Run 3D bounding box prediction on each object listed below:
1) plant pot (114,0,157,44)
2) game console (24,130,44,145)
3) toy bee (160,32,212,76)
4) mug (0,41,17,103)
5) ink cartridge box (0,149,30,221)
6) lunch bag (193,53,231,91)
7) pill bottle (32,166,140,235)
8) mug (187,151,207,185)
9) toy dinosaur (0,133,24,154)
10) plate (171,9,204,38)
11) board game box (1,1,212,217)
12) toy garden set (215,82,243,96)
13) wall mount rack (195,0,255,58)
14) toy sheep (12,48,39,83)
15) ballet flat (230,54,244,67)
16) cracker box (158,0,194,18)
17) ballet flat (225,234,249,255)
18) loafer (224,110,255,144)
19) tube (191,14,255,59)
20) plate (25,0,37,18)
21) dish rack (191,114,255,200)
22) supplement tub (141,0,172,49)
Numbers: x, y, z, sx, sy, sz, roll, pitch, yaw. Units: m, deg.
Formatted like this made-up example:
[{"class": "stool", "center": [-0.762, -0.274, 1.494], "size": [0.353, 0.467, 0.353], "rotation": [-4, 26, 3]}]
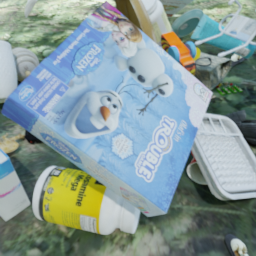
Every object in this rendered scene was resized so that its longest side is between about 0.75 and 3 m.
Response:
[{"class": "plant pot", "center": [0.255, -2.676, 7.739], "size": [0.368, 2.682, 2.682], "rotation": [-23, 42, -2]}, {"class": "game console", "center": [-2.461, -0.028, 9.659], "size": [2.089, 0.252, 1.232], "rotation": [-7, 40, -10]}, {"class": "toy bee", "center": [1.564, -1.932, 8.511], "size": [1.462, 1.214, 2.233], "rotation": [-3, 43, 2]}, {"class": "mug", "center": [-5.283, -1.936, 10.668], "size": [2.331, 2.044, 1.721], "rotation": [-13, 1, 39]}, {"class": "ink cartridge box", "center": [-3.299, 1.231, 6.920], "size": [1.329, 1.839, 0.779], "rotation": [31, 53, 33]}, {"class": "lunch bag", "center": [3.240, -2.489, 11.864], "size": [1.582, 1.134, 1.929], "rotation": [25, 48, 37]}, {"class": "pill bottle", "center": [-0.909, 1.747, 6.679], "size": [2.362, 1.328, 1.328], "rotation": [9, 40, 11]}, {"class": "mug", "center": [2.256, 0.831, 8.020], "size": [0.803, 1.069, 1.204], "rotation": [12, 38, 25]}, {"class": "toy dinosaur", "center": [-3.893, 0.637, 8.645], "size": [0.909, 0.523, 1.798], "rotation": [8, 41, 9]}, {"class": "plate", "center": [2.308, -3.972, 10.866], "size": [1.447, 1.447, 0.185], "rotation": [-18, 71, -20]}, {"class": "board game box", "center": [-0.048, -0.485, 5.144], "size": [2.961, 0.645, 2.976], "rotation": [38, 55, -12]}, {"class": "toy garden set", "center": [4.151, -1.724, 11.738], "size": [0.989, 0.197, 0.824], "rotation": [-11, 41, -13]}, {"class": "wall mount rack", "center": [2.083, -1.949, 5.652], "size": [0.512, 1.192, 1.372], "rotation": [26, 17, -36]}, {"class": "toy sheep", "center": [-4.424, -2.604, 11.838], "size": [1.486, 1.486, 2.155], "rotation": [-24, 46, -26]}, {"class": "ballet flat", "center": [5.194, -3.330, 13.458], "size": [0.510, 0.510, 1.395], "rotation": [32, 49, 33]}, {"class": "cracker box", "center": [1.488, -5.015, 10.776], "size": [1.565, 0.674, 2.336], "rotation": [-3, 2, -21]}, {"class": "ballet flat", "center": [2.507, 2.792, 6.158], "size": [0.416, 0.416, 1.138], "rotation": [-6, 40, -7]}, {"class": "loafer", "center": [3.539, -0.137, 9.078], "size": [2.787, 0.978, 0.946], "rotation": [14, 16, 14]}, {"class": "tube", "center": [3.123, -2.873, 9.069], "size": [2.052, 0.795, 0.517], "rotation": [20, 22, -13]}, {"class": "plate", "center": [-2.952, -4.206, 8.858], "size": [0.185, 1.142, 1.144], "rotation": [24, 69, -31]}, {"class": "dish rack", "center": [2.556, 0.780, 7.628], "size": [2.245, 0.569, 2.615], "rotation": [5, 50, -34]}, {"class": "supplement tub", "center": [0.792, -3.746, 9.989], "size": [1.229, 1.695, 1.229], "rotation": [-14, 55, 21]}]
